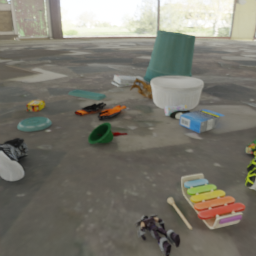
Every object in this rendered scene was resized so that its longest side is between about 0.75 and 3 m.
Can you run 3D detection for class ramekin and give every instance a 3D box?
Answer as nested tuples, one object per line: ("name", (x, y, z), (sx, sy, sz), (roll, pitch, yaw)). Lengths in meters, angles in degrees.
("ramekin", (2.273, -1.650, 13.227), (2.479, 1.154, 2.479), (0, 23, 0))

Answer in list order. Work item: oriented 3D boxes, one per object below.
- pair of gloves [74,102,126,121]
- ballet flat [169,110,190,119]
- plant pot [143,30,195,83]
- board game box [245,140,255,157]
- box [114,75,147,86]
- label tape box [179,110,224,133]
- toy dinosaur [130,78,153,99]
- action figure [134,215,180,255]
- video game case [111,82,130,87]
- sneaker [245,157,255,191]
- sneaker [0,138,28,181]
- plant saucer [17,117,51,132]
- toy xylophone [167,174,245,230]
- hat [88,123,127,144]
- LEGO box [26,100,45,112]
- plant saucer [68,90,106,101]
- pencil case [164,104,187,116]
("pair of gloves", (-1.184, -0.733, 12.266), (1.865, 0.231, 1.662), (12, 27, 33))
("ballet flat", (2.225, -0.549, 11.691), (1.014, 0.345, 0.347), (-11, 33, -23))
("plant pot", (2.563, -4.058, 16.335), (2.937, 2.877, 2.937), (8, 21, -3))
("board game box", (4.838, 0.560, 9.082), (1.190, 0.266, 2.271), (22, 31, 39))
("box", (0.128, -2.875, 16.937), (1.691, 0.348, 1.318), (0, 20, -20))
("label tape box", (2.886, -0.300, 10.921), (1.442, 0.477, 1.033), (-13, 25, -34))
("toy dinosaur", (0.973, -2.087, 15.087), (1.519, 0.864, 2.861), (27, 28, -4))
("action figure", (0.541, 2.043, 5.524), (0.660, 0.352, 1.014), (-21, 26, -27))
("video game case", (-0.432, -2.681, 17.034), (0.838, 0.108, 0.922), (-13, 26, -28))
("sneaker", (3.490, 1.155, 7.301), (0.599, 0.591, 1.568), (32, 43, 11))
("sneaker", (-3.240, 0.795, 7.908), (1.975, 0.745, 1.124), (15, 29, 37))
("plant saucer", (-3.671, -0.183, 10.966), (1.293, 0.177, 1.293), (-2, 22, 1))
("toy xylophone", (1.664, 1.675, 6.248), (1.241, 0.426, 1.696), (-11, 25, -22))
("hat", (-0.664, 0.429, 9.656), (1.096, 0.964, 0.908), (-32, 33, 12))
("LEGO box", (-4.227, -1.010, 12.819), (0.561, 0.291, 0.753), (3, 23, 7))
("plant saucer", (-2.174, -1.762, 14.769), (2.056, 0.195, 0.719), (12, 25, 29))
("pencil case", (2.056, -0.768, 12.057), (0.967, 0.439, 0.402), (-9, 35, -17))
